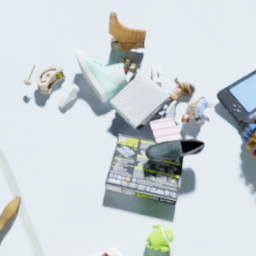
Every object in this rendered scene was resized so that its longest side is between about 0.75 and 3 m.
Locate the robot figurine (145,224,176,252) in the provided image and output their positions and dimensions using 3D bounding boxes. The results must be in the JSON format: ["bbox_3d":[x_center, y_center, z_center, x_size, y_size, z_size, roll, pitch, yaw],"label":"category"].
[{"bbox_3d":[1.004,3.413,8.684,0.939,0.543,0.824,-26,58,6],"label":"robot figurine"}]

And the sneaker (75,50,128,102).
[{"bbox_3d":[-1.095,-2.522,12.095,1.613,1.007,2.735,-31,73,-11],"label":"sneaker"}]

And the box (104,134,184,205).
[{"bbox_3d":[0.635,1.436,9.975,2.541,0.563,2.036,11,59,6],"label":"box"}]

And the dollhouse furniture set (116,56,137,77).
[{"bbox_3d":[-0.081,-2.663,12.601,0.937,0.488,0.947,20,60,25],"label":"dollhouse furniture set"}]

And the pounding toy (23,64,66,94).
[{"bbox_3d":[-3.500,-2.151,11.847,1.698,0.974,0.971,-36,58,-20],"label":"pounding toy"}]

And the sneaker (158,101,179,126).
[{"bbox_3d":[1.791,-0.445,11.230,0.766,0.497,1.326,38,67,7],"label":"sneaker"}]

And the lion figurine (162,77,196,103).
[{"bbox_3d":[2.031,-1.487,11.766,1.629,0.590,0.998,-39,94,-7],"label":"lion figurine"}]

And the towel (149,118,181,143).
[{"bbox_3d":[1.392,0.196,10.449,0.937,0.192,1.281,-9,50,-9],"label":"towel"}]

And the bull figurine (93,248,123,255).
[{"bbox_3d":[-1.358,4.396,7.946,2.812,0.916,1.707,-4,59,1],"label":"bull figurine"}]

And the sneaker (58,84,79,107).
[{"bbox_3d":[-2.450,-1.256,11.720,0.418,0.492,1.111,38,89,38],"label":"sneaker"}]

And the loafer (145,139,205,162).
[{"bbox_3d":[1.610,0.695,9.597,2.086,0.732,0.708,-6,70,-10],"label":"loafer"}]

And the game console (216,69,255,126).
[{"bbox_3d":[5.440,-1.365,10.990,2.829,1.647,2.488,-29,72,-17],"label":"game console"}]

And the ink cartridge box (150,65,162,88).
[{"bbox_3d":[1.206,-2.084,12.012,0.413,0.712,0.987,2,59,-1],"label":"ink cartridge box"}]

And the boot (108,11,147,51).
[{"bbox_3d":[-0.006,-4.308,12.498,1.675,2.165,0.798,2,66,4],"label":"boot"}]

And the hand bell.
[{"bbox_3d":[-4.131,3.243,8.728,1.341,1.341,2.576,15,49,9],"label":"hand bell"}]

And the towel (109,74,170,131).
[{"bbox_3d":[0.480,-0.982,11.142,1.931,0.826,1.599,-44,76,-8],"label":"towel"}]

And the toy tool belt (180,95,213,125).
[{"bbox_3d":[2.739,-0.626,11.026,0.887,0.901,1.443,23,55,18],"label":"toy tool belt"}]

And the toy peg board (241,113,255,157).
[{"bbox_3d":[4.704,0.496,10.008,0.747,1.528,1.522,-36,65,-13],"label":"toy peg board"}]
